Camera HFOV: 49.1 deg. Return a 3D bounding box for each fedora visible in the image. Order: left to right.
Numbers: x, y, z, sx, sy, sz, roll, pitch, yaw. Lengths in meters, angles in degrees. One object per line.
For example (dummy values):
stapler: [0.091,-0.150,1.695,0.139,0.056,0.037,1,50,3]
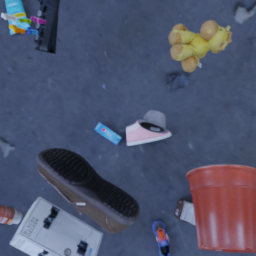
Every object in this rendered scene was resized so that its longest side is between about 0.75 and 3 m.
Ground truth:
fedora: [0.702,-0.182,7.357,0.855,0.966,0.436,21,78,-3]

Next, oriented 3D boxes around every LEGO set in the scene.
LEGO set: [-2.730,-2.626,7.107,0.472,1.149,0.438,29,116,26]

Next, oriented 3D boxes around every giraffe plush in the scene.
giraffe plush: [1.991,-2.230,7.316,1.545,1.253,1.333,16,64,-40]

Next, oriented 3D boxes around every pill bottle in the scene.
pill bottle: [-3.636,2.598,8.327,0.475,0.848,0.475,-24,50,33]

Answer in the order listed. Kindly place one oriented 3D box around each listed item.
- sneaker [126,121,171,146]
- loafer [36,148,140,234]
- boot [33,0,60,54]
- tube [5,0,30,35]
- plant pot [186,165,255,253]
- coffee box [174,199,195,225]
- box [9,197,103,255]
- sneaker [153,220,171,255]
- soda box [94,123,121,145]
sneaker: [0.695,0.104,10.166,1.640,0.617,0.857,-10,86,2]
loafer: [-1.137,1.561,6.679,2.890,1.055,1.026,35,118,17]
boot: [-2.592,-3.280,8.474,0.608,1.527,1.852,-6,113,-38]
tube: [-4.472,-4.768,11.040,0.820,0.534,2.117,-15,86,6]
plant pot: [2.519,2.158,7.235,1.953,1.953,1.899,4,65,1]
coffee box: [2.479,3.022,9.565,1.624,0.918,0.648,18,81,4]
box: [-1.949,3.124,7.898,2.241,1.307,0.674,35,125,-11]
sneaker: [1.207,3.851,9.629,0.512,0.533,1.359,-17,82,-4]
soda box: [-0.738,0.224,10.293,1.003,0.340,0.322,35,83,5]
